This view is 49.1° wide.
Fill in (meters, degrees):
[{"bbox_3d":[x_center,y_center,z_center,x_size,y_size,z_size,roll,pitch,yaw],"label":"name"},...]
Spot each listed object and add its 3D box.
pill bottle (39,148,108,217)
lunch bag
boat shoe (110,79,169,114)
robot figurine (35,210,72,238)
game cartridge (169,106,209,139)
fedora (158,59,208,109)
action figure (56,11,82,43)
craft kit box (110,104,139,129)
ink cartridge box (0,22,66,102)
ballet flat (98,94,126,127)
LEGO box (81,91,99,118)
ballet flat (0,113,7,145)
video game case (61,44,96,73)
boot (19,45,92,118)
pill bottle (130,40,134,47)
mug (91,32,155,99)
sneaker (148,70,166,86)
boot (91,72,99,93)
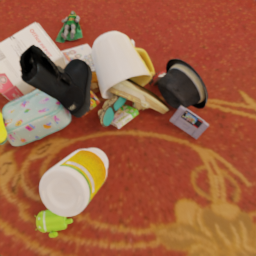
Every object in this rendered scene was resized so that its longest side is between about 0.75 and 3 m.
[{"bbox_3d":[-1.338,1.341,7.842,1.294,1.294,2.330,13,15,10],"label":"pill bottle"},{"bbox_3d":[-3.292,-0.530,9.839,2.408,0.928,1.932,-22,46,2],"label":"lunch bag"},{"bbox_3d":[0.411,-1.113,10.476,2.393,0.794,0.886,30,17,-13],"label":"boat shoe"},{"bbox_3d":[-2.149,2.653,8.059,1.048,0.606,0.919,-7,74,-8],"label":"robot figurine"},{"bbox_3d":[2.127,-0.186,9.811,1.181,0.766,0.227,34,44,2],"label":"game cartridge"},{"bbox_3d":[1.819,-1.412,10.192,1.011,2.213,2.213,-34,60,-15],"label":"fedora"},{"bbox_3d":[-2.852,-5.133,13.934,1.312,0.607,2.221,-3,50,1],"label":"action figure"},{"bbox_3d":[-0.283,-0.459,10.373,0.994,0.241,0.981,-38,40,-21],"label":"craft kit box"},{"bbox_3d":[-4.057,-2.556,10.971,2.663,1.129,1.939,-36,78,-9],"label":"ink cartridge box"},{"bbox_3d":[-0.687,-0.661,10.057,0.656,0.591,1.742,5,45,31],"label":"ballet flat"},{"bbox_3d":[-1.566,-0.934,10.323,0.845,0.438,1.134,-42,22,2],"label":"LEGO box"},{"bbox_3d":[-4.393,-0.187,9.004,0.660,0.663,1.977,-40,46,-7],"label":"ballet flat"},{"bbox_3d":[-2.164,-2.941,12.421,1.694,0.220,1.861,-23,57,-21],"label":"video game case"},{"bbox_3d":[-2.271,-1.894,9.054,1.064,2.342,2.787,-29,46,21],"label":"boot"},{"bbox_3d":[-0.363,-3.544,12.335,1.165,0.697,0.697,-2,52,-15],"label":"pill bottle"},{"bbox_3d":[-0.323,-2.348,10.442,1.937,2.419,1.986,-25,81,18],"label":"mug"},{"bbox_3d":[1.500,-2.031,11.584,1.364,0.482,0.666,-33,81,-17],"label":"sneaker"},{"bbox_3d":[-1.018,-2.025,11.640,1.383,0.487,0.990,-18,54,-11],"label":"boot"}]
